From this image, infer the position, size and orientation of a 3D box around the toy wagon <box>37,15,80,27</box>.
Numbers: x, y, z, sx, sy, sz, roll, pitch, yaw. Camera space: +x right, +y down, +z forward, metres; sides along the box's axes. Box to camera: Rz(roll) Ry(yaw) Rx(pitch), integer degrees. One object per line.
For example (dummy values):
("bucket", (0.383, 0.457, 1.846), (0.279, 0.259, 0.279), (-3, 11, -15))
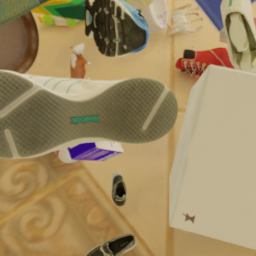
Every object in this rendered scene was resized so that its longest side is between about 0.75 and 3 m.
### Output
("toy wagon", (-2.789, -4.901, 12.020), (2.288, 0.453, 1.775), (-35, 59, -23))

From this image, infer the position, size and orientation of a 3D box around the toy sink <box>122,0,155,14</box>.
("toy sink", (-0.055, -3.556, 7.761), (1.384, 0.775, 0.902), (-40, 74, 18))

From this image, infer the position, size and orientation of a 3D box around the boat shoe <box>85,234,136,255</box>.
("boat shoe", (-0.441, 2.644, 6.060), (1.340, 0.475, 0.483), (-26, 56, -19))

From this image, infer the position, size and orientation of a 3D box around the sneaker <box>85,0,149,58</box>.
("sneaker", (-0.083, -1.867, 4.850), (1.063, 0.927, 2.364), (-5, 31, -17))

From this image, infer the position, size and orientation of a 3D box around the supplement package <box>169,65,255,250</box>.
("supplement package", (1.846, 0.394, 4.444), (2.014, 2.673, 2.029), (13, 95, 8))

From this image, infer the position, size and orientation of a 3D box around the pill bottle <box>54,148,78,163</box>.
("pill bottle", (-1.853, 0.073, 7.775), (0.961, 0.961, 1.712), (-31, 58, -22))

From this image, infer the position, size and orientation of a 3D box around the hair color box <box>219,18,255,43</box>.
("hair color box", (3.761, -2.901, 8.634), (1.757, 0.892, 0.538), (24, 82, 22))

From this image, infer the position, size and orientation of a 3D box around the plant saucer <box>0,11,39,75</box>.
("plant saucer", (-2.964, -2.101, 6.178), (0.344, 2.142, 2.142), (7, 47, 38))

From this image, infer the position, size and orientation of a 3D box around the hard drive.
("hard drive", (2.339, -4.399, 7.582), (1.929, 0.371, 2.924), (-39, 95, 9))

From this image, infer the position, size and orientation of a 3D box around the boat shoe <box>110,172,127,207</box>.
("boat shoe", (-0.163, 1.113, 4.768), (0.279, 0.774, 0.274), (-14, 35, -8))

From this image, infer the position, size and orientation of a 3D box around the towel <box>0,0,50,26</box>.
("towel", (-2.198, -2.523, 5.296), (1.846, 0.200, 1.354), (-17, 64, 16))

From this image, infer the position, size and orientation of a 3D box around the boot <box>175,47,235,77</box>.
("boot", (2.652, -1.687, 9.166), (2.074, 1.041, 2.875), (-1, 44, 0))

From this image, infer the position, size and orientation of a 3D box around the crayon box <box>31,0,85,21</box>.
("crayon box", (-2.333, -4.672, 8.124), (2.356, 0.796, 2.730), (-18, 88, -54))

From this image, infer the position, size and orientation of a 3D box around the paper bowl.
("paper bowl", (0.751, -4.700, 11.019), (0.994, 1.912, 1.912), (-9, 45, 32))

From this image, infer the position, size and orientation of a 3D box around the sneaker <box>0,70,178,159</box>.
("sneaker", (-0.883, -0.183, 3.765), (2.904, 1.164, 1.021), (1, 96, -13))

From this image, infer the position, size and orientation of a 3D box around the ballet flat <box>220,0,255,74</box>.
("ballet flat", (2.194, -1.505, 5.332), (0.706, 2.034, 0.706), (-23, 34, 17))

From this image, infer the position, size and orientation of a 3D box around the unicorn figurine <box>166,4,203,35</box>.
("unicorn figurine", (2.235, -4.329, 11.444), (1.525, 0.820, 2.220), (-8, 37, 6))

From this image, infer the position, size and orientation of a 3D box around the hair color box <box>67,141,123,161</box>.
("hair color box", (-0.664, 0.125, 5.196), (0.526, 1.625, 0.888), (-27, 77, 11))

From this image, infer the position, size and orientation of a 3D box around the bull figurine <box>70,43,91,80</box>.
("bull figurine", (-1.219, -1.511, 7.034), (0.392, 1.203, 0.730), (14, 16, 16))
